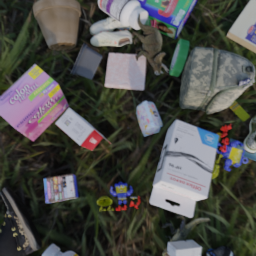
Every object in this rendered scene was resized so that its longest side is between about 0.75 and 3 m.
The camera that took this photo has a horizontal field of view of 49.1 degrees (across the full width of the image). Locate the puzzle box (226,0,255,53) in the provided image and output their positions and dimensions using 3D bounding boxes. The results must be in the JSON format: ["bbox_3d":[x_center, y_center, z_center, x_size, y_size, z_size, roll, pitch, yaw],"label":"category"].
[{"bbox_3d":[5.955,-4.727,12.462,1.964,0.375,2.953,35,77,9],"label":"puzzle box"}]

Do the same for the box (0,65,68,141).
[{"bbox_3d":[-3.437,-0.808,10.271,1.122,2.321,2.042,41,77,8],"label":"box"}]

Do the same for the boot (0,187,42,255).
[{"bbox_3d":[-4.377,3.558,9.777,1.884,0.916,2.503,-32,82,-9],"label":"boot"}]

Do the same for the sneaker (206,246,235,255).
[{"bbox_3d":[2.863,4.796,9.566,1.829,0.668,1.023,-36,73,-18],"label":"sneaker"}]

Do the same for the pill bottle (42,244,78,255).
[{"bbox_3d":[-1.807,4.955,9.095,2.459,1.377,1.377,33,76,10],"label":"pill bottle"}]

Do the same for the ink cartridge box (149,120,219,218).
[{"bbox_3d":[1.989,1.435,9.881,1.724,1.008,2.973,19,67,-3],"label":"ink cartridge box"}]

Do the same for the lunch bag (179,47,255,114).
[{"bbox_3d":[3.190,-1.660,10.406,2.192,2.613,1.821,7,74,3],"label":"lunch bag"}]

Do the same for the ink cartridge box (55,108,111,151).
[{"bbox_3d":[-1.558,0.232,10.201,1.604,1.827,0.766,40,86,11],"label":"ink cartridge box"}]

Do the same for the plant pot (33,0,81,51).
[{"bbox_3d":[-2.844,-4.221,11.694,1.942,1.942,1.685,-9,90,-3],"label":"plant pot"}]

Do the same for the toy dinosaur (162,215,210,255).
[{"bbox_3d":[1.833,3.620,9.946,2.135,0.507,0.941,-39,93,-9],"label":"toy dinosaur"}]

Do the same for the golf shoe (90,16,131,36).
[{"bbox_3d":[-0.776,-4.588,12.143,1.927,0.937,0.754,-17,76,-4],"label":"golf shoe"}]

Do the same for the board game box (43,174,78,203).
[{"bbox_3d":[-2.475,2.244,10.328,1.093,0.529,0.872,-9,74,-3],"label":"board game box"}]

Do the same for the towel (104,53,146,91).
[{"bbox_3d":[-0.100,-2.369,11.802,1.651,0.266,1.577,5,76,1],"label":"towel"}]

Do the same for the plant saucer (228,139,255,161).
[{"bbox_3d":[4.618,0.916,10.934,1.457,0.138,0.510,21,75,7],"label":"plant saucer"}]

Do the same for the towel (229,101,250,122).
[{"bbox_3d":[4.532,-0.691,11.431,0.387,0.081,0.898,-37,77,-9],"label":"towel"}]

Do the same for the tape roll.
[{"bbox_3d":[2.051,-2.814,11.315,0.352,1.466,1.466,16,74,-2],"label":"tape roll"}]

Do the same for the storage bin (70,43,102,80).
[{"bbox_3d":[-1.668,-2.659,11.491,0.887,0.961,1.320,25,107,-12],"label":"storage bin"}]

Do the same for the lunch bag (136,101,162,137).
[{"bbox_3d":[0.801,-0.350,10.707,0.801,1.259,1.068,-18,74,-3],"label":"lunch bag"}]

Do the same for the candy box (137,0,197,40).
[{"bbox_3d":[1.372,-5.642,12.322,2.861,1.102,2.419,27,79,9],"label":"candy box"}]

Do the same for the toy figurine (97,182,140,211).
[{"bbox_3d":[-0.371,2.457,10.356,1.544,0.814,0.925,-3,45,-4],"label":"toy figurine"}]

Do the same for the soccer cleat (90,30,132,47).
[{"bbox_3d":[-0.709,-3.784,12.044,1.798,0.623,0.697,-12,60,-7],"label":"soccer cleat"}]

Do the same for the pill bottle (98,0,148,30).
[{"bbox_3d":[-0.184,-4.741,11.125,1.916,1.067,1.067,41,78,17],"label":"pill bottle"}]

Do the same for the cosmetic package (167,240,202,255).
[{"bbox_3d":[1.902,4.160,9.531,1.022,0.576,0.414,6,93,-24],"label":"cosmetic package"}]

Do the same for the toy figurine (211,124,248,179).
[{"bbox_3d":[3.846,1.101,10.360,1.330,1.171,2.220,25,69,-1],"label":"toy figurine"}]

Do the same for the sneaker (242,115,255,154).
[{"bbox_3d":[5.061,0.124,10.768,0.696,0.803,1.811,25,67,6],"label":"sneaker"}]

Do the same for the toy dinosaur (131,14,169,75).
[{"bbox_3d":[0.872,-3.436,11.333,1.310,2.561,0.986,-6,34,10],"label":"toy dinosaur"}]
